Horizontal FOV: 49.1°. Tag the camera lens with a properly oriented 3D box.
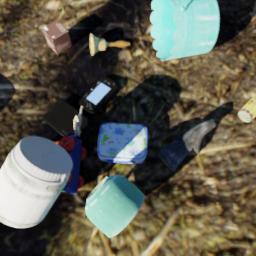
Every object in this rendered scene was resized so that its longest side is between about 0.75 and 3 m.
[{"bbox_3d":[-2.672,1.497,7.629,1.673,1.673,2.092,39,109,15],"label":"camera lens"}]

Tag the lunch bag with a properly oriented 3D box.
[{"bbox_3d":[-0.197,0.560,9.579,1.690,0.697,1.359,3,66,1],"label":"lunch bag"}]

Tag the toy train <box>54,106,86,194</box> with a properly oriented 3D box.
[{"bbox_3d":[-2.379,0.693,9.363,1.687,1.234,2.916,-5,67,13],"label":"toy train"}]

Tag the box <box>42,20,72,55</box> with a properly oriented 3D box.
[{"bbox_3d":[-2.823,-3.604,11.199,0.752,0.916,0.760,-36,72,-14],"label":"box"}]

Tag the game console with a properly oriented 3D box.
[{"bbox_3d":[-1.590,-0.859,10.366,1.686,0.345,2.858,36,71,14],"label":"game console"}]

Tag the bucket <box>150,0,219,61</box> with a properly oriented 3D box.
[{"bbox_3d":[2.026,-3.888,10.469,1.763,2.710,2.710,-9,68,-11],"label":"bucket"}]

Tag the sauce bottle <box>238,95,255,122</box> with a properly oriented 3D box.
[{"bbox_3d":[4.776,-0.929,10.291,1.722,0.557,0.557,-42,74,-16],"label":"sauce bottle"}]

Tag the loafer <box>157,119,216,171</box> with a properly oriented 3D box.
[{"bbox_3d":[2.132,0.554,9.578,2.339,0.851,0.845,-35,79,-3],"label":"loafer"}]

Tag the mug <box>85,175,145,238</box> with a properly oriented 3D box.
[{"bbox_3d":[-0.543,2.157,7.929,1.144,1.849,1.520,43,37,-2],"label":"mug"}]

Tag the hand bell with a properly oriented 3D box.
[{"bbox_3d":[-0.710,-3.370,11.346,1.597,0.831,0.831,-6,67,-17],"label":"hand bell"}]
